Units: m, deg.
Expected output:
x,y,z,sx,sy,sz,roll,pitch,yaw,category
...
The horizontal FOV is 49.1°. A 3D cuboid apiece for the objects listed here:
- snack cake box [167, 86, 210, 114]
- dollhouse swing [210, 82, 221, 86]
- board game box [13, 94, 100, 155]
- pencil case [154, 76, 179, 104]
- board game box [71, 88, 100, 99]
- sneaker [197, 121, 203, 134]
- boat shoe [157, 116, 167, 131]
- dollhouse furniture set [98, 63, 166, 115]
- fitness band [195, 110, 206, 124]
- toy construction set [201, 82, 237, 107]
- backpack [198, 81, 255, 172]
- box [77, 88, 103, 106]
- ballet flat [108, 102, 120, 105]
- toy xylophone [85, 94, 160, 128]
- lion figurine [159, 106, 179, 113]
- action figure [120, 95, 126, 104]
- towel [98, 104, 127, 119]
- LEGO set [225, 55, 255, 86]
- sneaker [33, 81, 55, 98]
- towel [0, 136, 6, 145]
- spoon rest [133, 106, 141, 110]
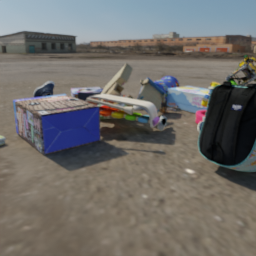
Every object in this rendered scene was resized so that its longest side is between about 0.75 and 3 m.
x,y,z,sx,sy,sz,roll,pitch,yaw,category
3.170,-1.261,12.650,1.496,0.874,2.602,-10,20,-34,snack cake box
5.125,-1.824,14.003,1.320,1.365,1.502,-22,17,2,dollhouse swing
-2.279,-0.235,8.832,1.873,1.138,2.349,-13,22,-37,board game box
1.704,-1.962,14.433,1.298,1.166,2.989,8,19,22,pencil case
-2.325,-1.961,15.835,1.721,0.354,1.717,-4,18,-14,board game box
3.163,-0.095,8.558,1.985,0.744,0.839,0,-27,5,sneaker
1.253,-0.215,9.876,0.294,0.300,0.843,33,35,-5,boat shoe
0.184,-0.989,11.752,2.475,1.615,2.337,37,41,-15,dollhouse furniture set
3.403,-0.256,10.278,1.543,0.402,2.149,-2,17,-15,fitness band
4.421,-0.836,10.566,2.908,1.340,1.907,10,-4,-11,toy construction set
2.648,0.065,6.637,1.482,1.934,1.700,25,-4,-38,backpack
-1.620,-1.455,13.511,1.242,0.765,1.232,4,19,12,box
-0.674,-0.937,12.654,1.183,0.406,0.373,15,50,47,ballet flat
-0.339,-0.619,9.452,2.742,0.689,2.008,14,14,23,toy xylophone
1.777,-0.817,12.126,0.877,0.318,0.537,2,4,-8,lion figurine
-0.460,-1.437,13.929,0.949,0.513,0.981,3,16,40,action figure
-0.696,-0.713,11.152,1.585,0.243,1.182,-3,29,24,towel
5.634,-2.091,12.179,1.890,2.458,1.424,-29,-5,-22,LEGO set
-4.358,-1.600,14.265,1.521,1.099,0.578,-32,-43,30,sneaker
-4.284,0.414,8.277,0.863,0.243,1.008,10,20,33,towel
0.606,-1.009,12.993,0.474,0.289,0.954,17,37,43,spoon rest
